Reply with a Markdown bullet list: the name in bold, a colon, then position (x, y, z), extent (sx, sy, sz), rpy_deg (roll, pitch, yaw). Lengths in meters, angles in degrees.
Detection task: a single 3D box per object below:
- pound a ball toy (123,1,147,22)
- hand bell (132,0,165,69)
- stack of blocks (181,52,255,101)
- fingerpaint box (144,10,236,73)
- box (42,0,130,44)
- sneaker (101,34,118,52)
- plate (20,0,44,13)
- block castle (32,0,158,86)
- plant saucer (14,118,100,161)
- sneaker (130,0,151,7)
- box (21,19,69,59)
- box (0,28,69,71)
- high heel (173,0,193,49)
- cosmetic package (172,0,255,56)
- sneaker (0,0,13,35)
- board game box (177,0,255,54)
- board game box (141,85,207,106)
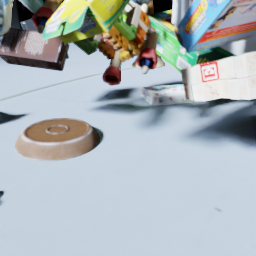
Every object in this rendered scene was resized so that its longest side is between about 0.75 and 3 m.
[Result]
- **pound a ball toy**: position (-0.112, -3.794, 8.436), extent (1.365, 0.580, 0.890), rpy_deg (32, -25, -16)
- **hand bell**: position (0.757, -3.705, 10.787), extent (1.350, 2.592, 1.350), rpy_deg (-3, 23, 1)
- **stack of blocks**: position (1.922, -0.926, 5.096), extent (1.326, 0.674, 2.302), rpy_deg (-11, 9, -3)
- **fingerpaint box**: position (2.333, -3.107, 9.796), extent (2.485, 1.093, 2.979), rpy_deg (-20, 50, -22)
- **box**: position (-0.416, -2.067, 4.324), extent (1.216, 0.501, 2.072), rpy_deg (7, 58, 48)
- **sneaker**: position (-0.738, -3.802, 9.888), extent (1.214, 2.955, 1.150), rpy_deg (-46, 48, -8)
- **plate**: position (-2.615, -3.474, 7.225), extent (0.216, 1.690, 1.690), rpy_deg (-39, 19, 12)
- **block castle**: position (-0.654, -2.216, 6.719), extent (1.842, 2.757, 1.293), rpy_deg (-15, 52, 40)
- **plant saucer**: position (-1.886, 0.188, 7.512), extent (2.234, 0.385, 2.234), rpy_deg (-1, 23, 0)
- **sneaker**: position (0.400, -4.373, 8.968), extent (0.819, 0.732, 2.000), rpy_deg (33, -8, -16)
- **box**: position (-2.691, -2.837, 9.094), extent (1.046, 1.483, 0.585), rpy_deg (-21, -14, -10)
- **box**: position (-2.473, -2.076, 7.408), extent (1.618, 0.810, 0.606), rpy_deg (10, -14, 8)
- **high heel**: position (2.117, -3.140, 6.633), extent (2.738, 1.952, 0.978), rpy_deg (-34, 52, -19)
- **cosmetic package**: position (2.804, -3.041, 7.588), extent (2.945, 1.049, 1.493), rpy_deg (37, 67, 24)
- **sneaker**: position (-2.398, -2.585, 5.265), extent (0.797, 0.790, 2.199), rpy_deg (11, 50, -46)
- **board game box**: position (2.437, -2.395, 5.024), extent (2.419, 0.676, 2.368), rpy_deg (-16, -8, -13)
- **board game box**: position (1.807, -1.348, 11.187), extent (2.274, 0.394, 1.436), rpy_deg (-5, 23, -13)
